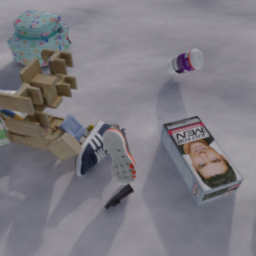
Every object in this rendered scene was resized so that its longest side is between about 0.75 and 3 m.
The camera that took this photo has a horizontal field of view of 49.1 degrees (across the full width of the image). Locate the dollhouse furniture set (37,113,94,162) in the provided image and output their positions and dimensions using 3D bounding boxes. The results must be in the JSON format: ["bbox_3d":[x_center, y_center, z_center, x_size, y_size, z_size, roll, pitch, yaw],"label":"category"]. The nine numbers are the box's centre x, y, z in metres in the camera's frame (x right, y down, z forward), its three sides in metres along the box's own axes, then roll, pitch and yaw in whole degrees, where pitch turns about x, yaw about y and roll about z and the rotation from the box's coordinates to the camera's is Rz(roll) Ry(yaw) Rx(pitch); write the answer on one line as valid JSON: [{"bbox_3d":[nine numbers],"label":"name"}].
[{"bbox_3d":[-1.812,-0.013,8.753,1.516,1.048,1.606,48,47,-18],"label":"dollhouse furniture set"}]

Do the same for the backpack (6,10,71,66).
[{"bbox_3d":[-4.033,-3.949,12.489,2.275,1.929,2.562,17,55,15],"label":"backpack"}]

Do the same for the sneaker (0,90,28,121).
[{"bbox_3d":[-4.213,-0.876,9.504,2.363,0.890,1.042,30,51,8],"label":"sneaker"}]

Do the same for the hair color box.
[{"bbox_3d":[2.150,0.891,8.652,1.310,0.803,2.647,-14,50,-13],"label":"hair color box"}]

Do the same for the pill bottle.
[{"bbox_3d":[2.302,-2.668,11.500,1.413,0.795,0.795,-7,32,49],"label":"pill bottle"}]

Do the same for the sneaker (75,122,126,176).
[{"bbox_3d":[-0.765,0.682,8.875,1.196,0.773,2.205,12,46,13],"label":"sneaker"}]

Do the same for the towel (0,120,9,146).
[{"bbox_3d":[-4.575,0.048,9.026,1.100,1.443,0.169,-24,34,-21],"label":"towel"}]

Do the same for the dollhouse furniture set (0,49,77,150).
[{"bbox_3d":[-2.953,-0.744,8.713,1.883,2.834,2.484,11,45,13],"label":"dollhouse furniture set"}]

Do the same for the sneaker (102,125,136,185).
[{"bbox_3d":[-0.145,0.755,8.116,0.753,1.954,0.800,-6,29,14],"label":"sneaker"}]

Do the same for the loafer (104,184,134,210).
[{"bbox_3d":[-0.236,1.973,7.833,0.958,0.344,0.302,-40,85,-18],"label":"loafer"}]
